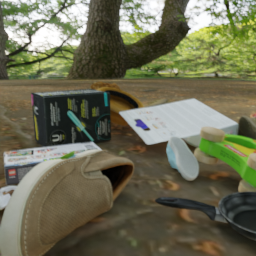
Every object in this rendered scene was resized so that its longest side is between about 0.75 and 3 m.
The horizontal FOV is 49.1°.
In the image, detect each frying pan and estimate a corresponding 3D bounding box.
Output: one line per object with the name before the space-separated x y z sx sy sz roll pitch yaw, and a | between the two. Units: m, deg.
frying pan | 1.660 1.379 4.210 2.247 0.366 1.359 -4 13 -10

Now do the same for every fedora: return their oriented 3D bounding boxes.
fedora | -0.398 -0.756 10.776 2.183 0.890 2.183 18 27 -10

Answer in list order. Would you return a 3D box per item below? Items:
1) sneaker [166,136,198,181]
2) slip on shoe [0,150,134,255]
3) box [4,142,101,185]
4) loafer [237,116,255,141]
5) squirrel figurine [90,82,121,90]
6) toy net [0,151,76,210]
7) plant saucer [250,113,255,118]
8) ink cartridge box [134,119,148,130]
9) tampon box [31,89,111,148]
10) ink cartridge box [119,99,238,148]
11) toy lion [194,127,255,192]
sneaker | 1.241 0.809 6.559 0.504 0.558 1.363 5 35 -11
slip on shoe | -0.686 1.011 4.360 0.900 1.130 2.972 4 6 16
box | -1.744 0.783 6.690 2.235 0.388 1.230 -5 14 -22
loafer | 3.809 0.278 8.022 0.777 0.877 2.305 8 21 -4
squirrel figurine | -1.170 -1.176 12.134 1.670 1.789 1.266 6 21 12
toy net | -1.795 0.992 5.271 1.817 0.351 0.953 -28 3 -41
plant saucer | 5.999 -0.277 11.297 1.981 0.371 1.981 0 14 0
ink cartridge box | 0.800 -0.361 11.224 1.463 0.320 1.477 -16 18 -14
tampon box | -1.788 -0.345 8.864 2.122 1.591 1.340 -8 15 -32
ink cartridge box | 1.505 -0.051 8.960 2.973 0.848 2.416 -15 29 -16
toy lion | 2.964 0.712 5.995 2.252 0.807 2.349 0 21 -25
